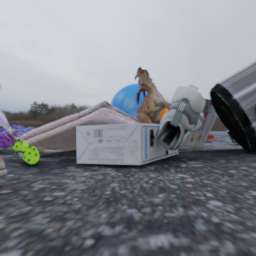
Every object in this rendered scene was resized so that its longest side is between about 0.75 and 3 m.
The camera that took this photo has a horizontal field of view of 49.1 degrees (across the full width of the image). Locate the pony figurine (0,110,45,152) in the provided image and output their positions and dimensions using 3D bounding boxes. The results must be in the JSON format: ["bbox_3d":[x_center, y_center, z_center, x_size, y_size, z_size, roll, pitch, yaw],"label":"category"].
[{"bbox_3d":[-3.657,0.244,8.644,1.793,1.493,1.731,7,-16,7],"label":"pony figurine"}]

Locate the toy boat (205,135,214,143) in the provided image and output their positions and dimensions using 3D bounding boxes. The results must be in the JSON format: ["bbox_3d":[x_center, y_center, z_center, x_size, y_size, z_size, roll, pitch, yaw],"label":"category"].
[{"bbox_3d":[3.915,0.269,14.792,0.985,0.987,1.510,0,0,1],"label":"toy boat"}]

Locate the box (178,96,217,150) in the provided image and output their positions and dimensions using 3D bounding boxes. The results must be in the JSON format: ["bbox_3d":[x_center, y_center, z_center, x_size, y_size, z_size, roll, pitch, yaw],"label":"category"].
[{"bbox_3d":[2.300,-0.202,10.159,0.529,2.004,2.570,33,21,36],"label":"box"}]

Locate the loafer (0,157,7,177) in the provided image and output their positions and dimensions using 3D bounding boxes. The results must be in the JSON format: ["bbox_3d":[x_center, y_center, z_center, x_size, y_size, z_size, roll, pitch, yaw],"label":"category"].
[{"bbox_3d":[-2.346,0.442,3.135,0.737,0.645,2.051,-15,-5,32],"label":"loafer"}]

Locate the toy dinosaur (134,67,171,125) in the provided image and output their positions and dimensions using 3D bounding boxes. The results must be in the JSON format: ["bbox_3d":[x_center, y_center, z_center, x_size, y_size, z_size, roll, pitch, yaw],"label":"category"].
[{"bbox_3d":[0.718,-0.639,10.236,1.866,2.754,1.182,23,5,40],"label":"toy dinosaur"}]

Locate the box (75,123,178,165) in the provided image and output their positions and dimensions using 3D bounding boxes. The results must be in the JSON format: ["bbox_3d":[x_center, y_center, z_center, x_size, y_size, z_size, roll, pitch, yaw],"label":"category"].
[{"bbox_3d":[0.144,0.353,7.065,1.634,0.842,2.801,-2,-1,24],"label":"box"}]

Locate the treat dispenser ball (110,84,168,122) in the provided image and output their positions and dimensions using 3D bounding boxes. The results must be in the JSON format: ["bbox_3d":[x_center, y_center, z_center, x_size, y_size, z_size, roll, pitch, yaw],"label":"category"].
[{"bbox_3d":[0.512,-0.700,13.910,2.993,2.993,2.993,0,0,0],"label":"treat dispenser ball"}]

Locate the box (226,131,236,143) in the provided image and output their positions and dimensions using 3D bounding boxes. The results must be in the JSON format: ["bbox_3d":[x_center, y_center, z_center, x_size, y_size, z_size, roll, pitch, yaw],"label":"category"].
[{"bbox_3d":[5.524,0.075,12.659,1.300,0.670,2.228,-28,-4,-3],"label":"box"}]

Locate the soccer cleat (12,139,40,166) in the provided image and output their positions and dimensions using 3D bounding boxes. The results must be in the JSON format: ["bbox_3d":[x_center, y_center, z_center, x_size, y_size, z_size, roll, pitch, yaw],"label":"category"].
[{"bbox_3d":[-2.254,0.628,6.362,0.392,0.471,1.162,-38,39,-24],"label":"soccer cleat"}]

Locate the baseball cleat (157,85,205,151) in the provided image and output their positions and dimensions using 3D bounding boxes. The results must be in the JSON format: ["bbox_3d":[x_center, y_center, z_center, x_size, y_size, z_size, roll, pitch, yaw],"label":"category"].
[{"bbox_3d":[1.193,-0.095,6.715,0.943,1.439,2.703,29,-6,20],"label":"baseball cleat"}]

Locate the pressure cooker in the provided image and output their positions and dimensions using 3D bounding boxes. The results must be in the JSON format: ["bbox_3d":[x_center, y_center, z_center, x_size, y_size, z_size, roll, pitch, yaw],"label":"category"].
[{"bbox_3d":[4.408,-0.953,8.841,2.930,2.617,2.577,-30,-26,6],"label":"pressure cooker"}]

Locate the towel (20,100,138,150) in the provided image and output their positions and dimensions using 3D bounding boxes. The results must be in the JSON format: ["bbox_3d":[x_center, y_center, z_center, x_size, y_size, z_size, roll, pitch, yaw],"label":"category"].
[{"bbox_3d":[-1.275,0.075,8.421,2.703,0.456,2.830,-20,-14,16],"label":"towel"}]
